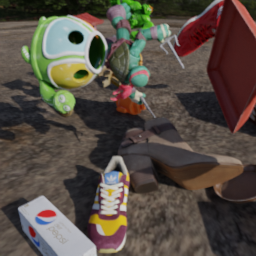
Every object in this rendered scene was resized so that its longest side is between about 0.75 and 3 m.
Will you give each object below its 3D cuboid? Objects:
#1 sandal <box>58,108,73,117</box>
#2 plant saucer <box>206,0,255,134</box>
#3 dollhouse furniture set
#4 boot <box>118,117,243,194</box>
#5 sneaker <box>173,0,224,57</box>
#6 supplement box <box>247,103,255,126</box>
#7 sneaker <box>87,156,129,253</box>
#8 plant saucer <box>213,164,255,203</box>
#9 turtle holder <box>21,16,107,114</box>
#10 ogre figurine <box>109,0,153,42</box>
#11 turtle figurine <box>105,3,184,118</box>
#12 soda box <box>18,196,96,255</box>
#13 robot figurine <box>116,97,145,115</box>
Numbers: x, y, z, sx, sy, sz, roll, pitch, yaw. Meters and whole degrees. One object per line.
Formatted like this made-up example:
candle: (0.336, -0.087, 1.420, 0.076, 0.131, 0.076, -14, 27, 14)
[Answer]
sandal: (-2.572, -0.987, 11.233, 0.514, 0.764, 1.903, 7, 14, -37)
plant saucer: (2.717, -1.553, 6.963, 0.460, 2.507, 2.502, -5, 53, -3)
dollhouse furniture set: (-0.892, -2.571, 9.538, 2.922, 1.572, 1.188, 35, 46, 25)
boot: (1.154, 0.544, 7.282, 2.922, 1.026, 2.137, -9, 42, 4)
sneaker: (2.647, -3.401, 9.857, 1.043, 2.663, 1.538, 35, 30, -16)
supplement box: (5.852, -1.025, 9.848, 2.754, 1.854, 2.792, -3, 27, -5)
sneaker: (-0.393, 1.484, 5.840, 0.826, 0.993, 2.203, 0, 27, 1)
plant saucer: (2.692, 1.326, 6.569, 1.338, 0.230, 1.338, -22, 20, 9)
turtle holder: (-1.464, -1.628, 6.611, 1.556, 1.665, 2.191, 7, 48, 27)
ogre figurine: (0.193, -4.077, 10.280, 1.303, 1.066, 2.173, -14, 50, -39)
turtle figurine: (0.132, -1.687, 6.719, 1.388, 2.064, 2.758, 5, 44, -36)
soda box: (-1.347, 2.024, 5.194, 0.573, 0.613, 1.799, -24, 35, -39)
robot figurine: (0.062, -0.982, 11.004, 1.325, 0.953, 0.773, 24, 3, 40)
